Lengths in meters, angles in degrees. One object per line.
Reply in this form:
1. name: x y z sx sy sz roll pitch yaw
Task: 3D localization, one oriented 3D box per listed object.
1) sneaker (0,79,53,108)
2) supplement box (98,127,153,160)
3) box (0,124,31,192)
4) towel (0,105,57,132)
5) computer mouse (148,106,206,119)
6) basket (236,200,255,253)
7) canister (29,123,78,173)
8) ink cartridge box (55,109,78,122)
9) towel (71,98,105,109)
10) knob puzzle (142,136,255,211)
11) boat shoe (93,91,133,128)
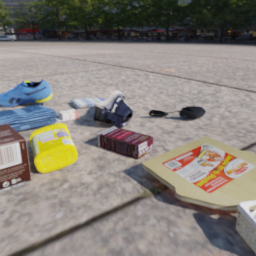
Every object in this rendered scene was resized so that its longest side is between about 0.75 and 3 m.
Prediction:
1. sneaker: -5.107 -1.740 13.311 2.949 1.156 0.972 -7 41 9
2. supplement box: -0.095 0.448 9.018 1.614 0.491 0.878 14 25 35
3. box: -3.389 0.757 7.197 1.230 1.217 1.483 -16 26 -36
4. towel: -4.317 -0.354 10.729 2.823 0.685 1.576 -15 22 -33
5. computer mouse: 2.022 -0.558 11.649 2.346 0.399 0.688 -3 -20 13
6. basket: 2.527 1.875 5.125 0.687 0.625 1.013 -4 22 -11
7. canister: -2.223 0.560 8.248 1.234 0.719 1.661 -19 26 -15
8. ink cartridge box: -2.613 -0.529 11.862 0.870 0.294 0.507 -14 25 -31
9. towel: -1.873 -1.252 13.838 1.704 0.203 1.251 -8 21 -25
10. knob puzzle: 2.239 1.245 6.986 3.193 0.443 3.193 0 25 0
11. boat shoe: -0.338 -0.732 11.705 1.307 1.053 2.820 19 26 10
